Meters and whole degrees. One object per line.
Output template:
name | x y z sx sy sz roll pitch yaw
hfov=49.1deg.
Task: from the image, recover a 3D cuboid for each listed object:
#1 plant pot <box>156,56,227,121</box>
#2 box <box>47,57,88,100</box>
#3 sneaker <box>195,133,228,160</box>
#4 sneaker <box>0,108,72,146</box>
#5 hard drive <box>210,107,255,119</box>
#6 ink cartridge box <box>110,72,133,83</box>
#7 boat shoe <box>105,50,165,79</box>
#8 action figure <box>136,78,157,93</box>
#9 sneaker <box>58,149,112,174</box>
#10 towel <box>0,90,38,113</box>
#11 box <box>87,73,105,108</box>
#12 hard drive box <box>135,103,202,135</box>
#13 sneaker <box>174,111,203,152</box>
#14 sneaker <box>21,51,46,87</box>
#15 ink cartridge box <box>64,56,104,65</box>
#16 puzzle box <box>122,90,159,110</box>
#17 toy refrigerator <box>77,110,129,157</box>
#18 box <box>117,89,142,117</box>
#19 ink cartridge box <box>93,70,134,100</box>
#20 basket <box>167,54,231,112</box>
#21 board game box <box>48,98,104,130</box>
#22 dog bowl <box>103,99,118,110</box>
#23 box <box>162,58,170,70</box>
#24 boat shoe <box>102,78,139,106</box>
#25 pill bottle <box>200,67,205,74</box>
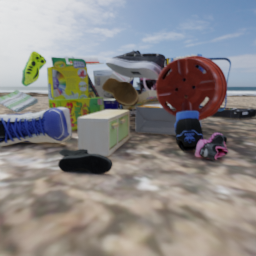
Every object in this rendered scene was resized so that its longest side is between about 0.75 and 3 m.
plant pot | 1.824 -1.174 8.395 2.170 2.170 2.111 3 8 19
box | -2.573 -1.538 12.049 1.682 2.867 0.694 -6 9 -37
sneaker | 2.229 0.509 6.986 0.644 0.534 1.351 19 25 38
sneaker | -3.024 0.071 8.272 2.708 1.094 1.564 -2 9 37
hard drive | 5.610 -0.867 15.969 1.840 0.498 2.634 -7 12 -40
ink cartridge box | -0.169 -2.360 12.357 1.061 0.767 0.447 -50 -5 -32
boat shoe | 0.264 -2.483 10.484 2.758 0.914 0.964 17 -15 49
action figure | 1.578 -2.324 13.214 2.301 1.542 1.714 -18 -11 -7
sneaker | -0.919 0.662 5.929 1.368 0.411 0.713 -1 13 14
towel | -4.064 -1.009 10.246 1.291 0.198 0.963 24 43 29
box | -2.168 -1.528 13.296 1.372 2.009 0.379 -24 13 13
hard drive box | 1.708 -0.416 11.224 2.023 0.997 2.595 5 9 24
sneaker | 1.662 0.259 7.750 0.814 0.904 2.320 -3 -14 15
sneaker | -3.693 -2.286 10.703 0.784 0.695 1.876 -32 33 28
ink cartridge box | -2.128 -3.243 13.371 1.495 0.441 1.868 -5 11 -25
puzzle box | 1.064 -1.270 12.609 1.574 0.301 2.366 -24 -10 41
toy refrigerator | -0.567 0.054 8.137 0.898 0.974 2.566 2 8 12
box | 0.178 -1.272 14.272 1.475 1.464 0.366 -4 23 -39
ink cartridge box | -0.683 -2.133 13.927 2.039 0.414 2.035 -6 -28 -7
basket | 2.405 -1.583 9.785 2.129 1.877 1.481 7 -10 9
board game box | -2.032 -0.589 11.459 0.572 1.221 2.403 4 10 40
dog bowl | -1.266 -1.134 15.962 2.616 1.030 2.616 0 9 0
box | 2.179 -1.950 11.732 1.994 1.593 0.492 1 -10 -43
boat shoe | -0.193 -1.358 11.503 0.856 0.858 2.377 42 -6 -39
pill bottle | 2.533 -2.348 10.860 0.986 0.590 0.590 12 1 -33
